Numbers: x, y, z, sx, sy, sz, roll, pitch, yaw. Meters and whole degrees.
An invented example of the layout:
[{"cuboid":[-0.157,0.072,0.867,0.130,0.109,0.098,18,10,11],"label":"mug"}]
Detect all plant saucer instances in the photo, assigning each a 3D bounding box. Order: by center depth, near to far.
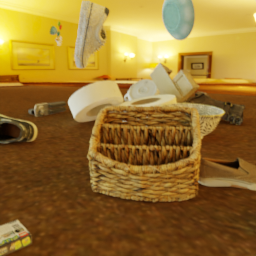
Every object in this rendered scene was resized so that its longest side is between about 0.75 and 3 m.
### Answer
[{"cuboid":[1.071,-2.579,6.458,0.220,1.141,1.141,-19,20,-24],"label":"plant saucer"}]

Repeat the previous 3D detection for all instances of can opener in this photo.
[{"cuboid":[-4.578,-1.119,15.935,0.827,0.660,2.475,7,13,24],"label":"can opener"}]

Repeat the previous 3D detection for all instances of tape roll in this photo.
[{"cuboid":[0.848,-0.751,12.518,2.699,0.944,2.699,-11,15,3],"label":"tape roll"},{"cuboid":[-1.477,-1.193,13.006,2.470,0.864,2.470,-22,-13,-6],"label":"tape roll"}]

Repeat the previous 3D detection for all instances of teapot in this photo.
[{"cuboid":[1.040,-1.742,16.787,2.108,1.560,2.136,-31,51,-3],"label":"teapot"}]

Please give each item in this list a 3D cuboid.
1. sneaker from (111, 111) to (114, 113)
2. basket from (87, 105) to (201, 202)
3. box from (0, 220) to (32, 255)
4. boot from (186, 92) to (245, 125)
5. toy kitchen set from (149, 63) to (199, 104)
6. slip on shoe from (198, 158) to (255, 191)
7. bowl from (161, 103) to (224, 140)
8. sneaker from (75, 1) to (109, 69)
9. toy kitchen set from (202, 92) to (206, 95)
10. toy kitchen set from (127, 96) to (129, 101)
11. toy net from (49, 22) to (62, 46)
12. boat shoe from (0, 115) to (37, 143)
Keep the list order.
[{"cuboid":[-1.474,-1.078,15.176,1.426,0.909,2.467,2,11,23],"label":"sneaker"},{"cuboid":[0.357,0.475,6.188,2.392,1.782,1.707,3,13,10],"label":"basket"},{"cuboid":[-2.049,1.739,4.169,1.033,0.179,0.568,-11,16,-40],"label":"box"},{"cuboid":[4.128,-0.746,13.259,2.582,1.027,2.966,23,42,24],"label":"boot"},{"cuboid":[2.539,-2.114,14.150,2.345,2.121,2.599,-13,-24,-40],"label":"toy kitchen set"},{"cuboid":[2.611,1.008,6.492,1.964,0.595,0.747,2,13,8],"label":"slip on shoe"},{"cuboid":[2.334,-0.198,10.598,2.367,1.111,2.367,3,15,-1],"label":"bowl"},{"cuboid":[-1.188,-2.825,9.115,0.924,0.953,2.610,11,-29,-9],"label":"sneaker"},{"cuboid":[4.128,-1.252,15.148,0.927,1.025,1.137,16,-3,21],"label":"toy kitchen set"},{"cuboid":[0.353,-2.101,18.859,1.581,1.290,1.427,10,16,38],"label":"toy kitchen set"},{"cuboid":[-3.149,-4.148,12.427,0.254,0.690,1.314,19,-16,0],"label":"toy net"},{"cuboid":[-4.666,0.043,9.960,2.691,0.966,0.910,5,9,13],"label":"boat shoe"}]
